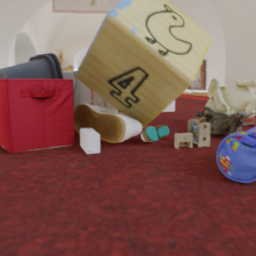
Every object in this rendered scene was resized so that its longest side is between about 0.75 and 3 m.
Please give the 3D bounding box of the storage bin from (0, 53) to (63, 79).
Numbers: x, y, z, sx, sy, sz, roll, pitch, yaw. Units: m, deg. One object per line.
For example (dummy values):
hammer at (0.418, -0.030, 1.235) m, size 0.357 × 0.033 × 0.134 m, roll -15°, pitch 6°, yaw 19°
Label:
storage bin at (-3.240, -0.979, 9.450) m, size 1.996 × 2.743 × 1.842 m, roll 9°, pitch 25°, yaw 42°

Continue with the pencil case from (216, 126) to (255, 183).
pencil case at (2.710, 0.367, 5.702) m, size 0.916 × 1.020 × 2.348 m, roll 26°, pitch 25°, yaw 37°

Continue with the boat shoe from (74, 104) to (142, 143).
boat shoe at (-0.729, -0.121, 8.797) m, size 1.020 × 1.042 × 2.944 m, roll -1°, pitch 14°, yaw -39°

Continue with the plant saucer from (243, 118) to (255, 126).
plant saucer at (5.628, -0.292, 11.706) m, size 1.514 × 0.278 × 1.511 m, roll -6°, pitch 11°, yaw -25°

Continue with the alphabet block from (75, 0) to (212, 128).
alphabet block at (0.448, -2.096, 8.365) m, size 2.627 × 2.676 × 2.613 m, roll -45°, pitch 12°, yaw 51°

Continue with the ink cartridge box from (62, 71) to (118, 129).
ink cartridge box at (-1.826, -1.091, 10.794) m, size 2.933 × 2.130 × 1.223 m, roll 7°, pitch 8°, yaw 34°

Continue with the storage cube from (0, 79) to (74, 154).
storage cube at (-2.710, -0.451, 7.929) m, size 1.779 × 1.871 × 2.081 m, roll -7°, pitch 13°, yaw -37°

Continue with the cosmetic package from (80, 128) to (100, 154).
cosmetic package at (-1.024, 0.329, 7.421) m, size 0.348 × 0.496 × 0.978 m, roll -3°, pitch 11°, yaw -19°

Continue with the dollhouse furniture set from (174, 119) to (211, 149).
dollhouse furniture set at (1.701, 0.145, 7.903) m, size 0.989 × 0.693 × 0.697 m, roll -3°, pitch 10°, yaw -16°

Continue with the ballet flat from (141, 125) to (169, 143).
ballet flat at (0.720, 0.189, 8.523) m, size 0.539 × 0.505 × 1.489 m, roll -18°, pitch -2°, yaw 32°

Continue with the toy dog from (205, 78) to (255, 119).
toy dog at (4.663, -0.896, 11.587) m, size 2.507 × 2.430 × 1.749 m, roll -5°, pitch 54°, yaw -7°

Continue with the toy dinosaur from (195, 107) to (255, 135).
toy dinosaur at (3.068, -0.155, 9.584) m, size 1.419 × 1.068 × 2.775 m, roll 12°, pitch 4°, yaw 2°

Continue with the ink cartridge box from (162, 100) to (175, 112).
ink cartridge box at (1.433, -1.625, 16.153) m, size 2.396 × 1.396 × 0.809 m, roll -2°, pitch 10°, yaw -11°

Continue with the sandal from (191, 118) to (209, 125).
sandal at (3.057, -0.308, 11.142) m, size 0.728 × 0.489 × 1.812 m, roll -3°, pitch 10°, yaw -16°
